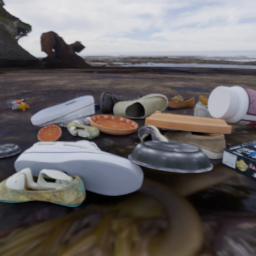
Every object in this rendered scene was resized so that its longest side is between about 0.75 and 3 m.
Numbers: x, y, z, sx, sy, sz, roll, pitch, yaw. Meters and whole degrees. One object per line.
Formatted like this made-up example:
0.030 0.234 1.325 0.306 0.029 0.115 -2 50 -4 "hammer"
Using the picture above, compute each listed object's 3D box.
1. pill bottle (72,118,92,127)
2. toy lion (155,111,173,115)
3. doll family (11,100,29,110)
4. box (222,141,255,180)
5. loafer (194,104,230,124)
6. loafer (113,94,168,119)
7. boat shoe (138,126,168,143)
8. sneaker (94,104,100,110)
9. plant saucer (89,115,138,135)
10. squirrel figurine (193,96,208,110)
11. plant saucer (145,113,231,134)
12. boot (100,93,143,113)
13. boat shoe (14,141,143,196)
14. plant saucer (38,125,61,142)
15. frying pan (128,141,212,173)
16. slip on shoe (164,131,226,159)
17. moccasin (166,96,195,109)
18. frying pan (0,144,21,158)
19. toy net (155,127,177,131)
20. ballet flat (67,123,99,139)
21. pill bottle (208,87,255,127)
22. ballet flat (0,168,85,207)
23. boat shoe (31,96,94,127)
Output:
-1.675 -0.120 10.320 0.471 0.471 0.814 9 19 29 "pill bottle"
1.705 -0.438 11.813 1.029 0.369 1.073 3 14 -20 "toy lion"
-5.280 -1.041 13.753 0.751 0.546 1.211 -14 2 -21 "doll family"
3.743 0.801 7.032 2.116 0.487 1.682 -8 18 -27 "box"
3.811 -0.618 11.562 2.115 0.738 0.740 4 18 12 "loafer"
0.675 -0.829 12.133 2.550 0.965 0.871 -15 21 -17 "loafer"
0.637 0.331 8.336 0.544 0.604 1.679 6 20 -26 "boat shoe"
-1.761 -1.020 13.797 0.851 0.315 0.350 -6 15 -23 "sneaker"
-0.536 -0.096 10.228 1.760 0.284 1.760 9 17 -3 "plant saucer"
3.830 -0.937 13.039 1.059 0.803 1.135 4 27 -24 "squirrel figurine"
1.997 -0.186 9.475 2.834 0.457 2.834 5 3 0 "plant saucer"
0.095 -1.212 13.336 2.357 0.937 2.708 5 14 20 "boot"
-1.027 0.692 6.027 2.881 1.060 0.942 6 40 16 "boat shoe"
-2.550 0.213 9.110 0.760 0.123 0.760 -3 48 3 "plant saucer"
0.877 0.495 6.061 1.639 0.441 2.709 6 7 4 "frying pan"
1.958 0.304 8.462 0.835 0.665 2.196 -10 19 -31 "slip on shoe"
2.584 -1.321 14.137 1.807 0.698 0.661 -5 17 -18 "moccasin"
-3.771 0.722 7.861 1.487 0.242 0.899 -15 16 -40 "frying pan"
1.359 -0.075 9.817 0.831 0.306 1.585 5 0 9 "toy net"
-1.652 0.118 9.600 1.379 0.487 0.487 9 18 28 "ballet flat"
4.153 -0.763 10.112 2.319 1.324 1.324 7 12 -24 "pill bottle"
-1.818 1.125 5.581 1.977 0.699 0.699 3 16 10 "ballet flat"
-2.384 -0.459 10.844 2.653 0.867 0.976 -24 26 -31 "boat shoe"
